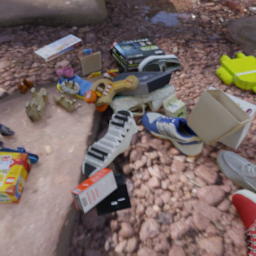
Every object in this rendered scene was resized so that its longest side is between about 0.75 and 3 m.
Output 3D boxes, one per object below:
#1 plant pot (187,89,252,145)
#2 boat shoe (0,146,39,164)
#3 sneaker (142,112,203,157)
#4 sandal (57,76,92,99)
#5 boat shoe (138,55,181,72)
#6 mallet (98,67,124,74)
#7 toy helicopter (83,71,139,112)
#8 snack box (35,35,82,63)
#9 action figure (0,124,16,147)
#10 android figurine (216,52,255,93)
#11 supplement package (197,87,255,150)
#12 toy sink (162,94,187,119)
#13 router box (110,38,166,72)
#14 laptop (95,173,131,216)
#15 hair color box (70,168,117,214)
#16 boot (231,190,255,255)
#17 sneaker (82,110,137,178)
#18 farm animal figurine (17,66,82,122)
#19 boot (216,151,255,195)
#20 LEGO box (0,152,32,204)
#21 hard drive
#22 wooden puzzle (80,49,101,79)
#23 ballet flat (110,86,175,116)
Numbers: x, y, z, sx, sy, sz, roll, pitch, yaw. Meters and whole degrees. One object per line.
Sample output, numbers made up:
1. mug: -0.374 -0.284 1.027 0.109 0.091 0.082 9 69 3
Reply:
1. plant pot: 2.960 -0.288 9.470 1.544 1.367 1.542 49 32 21
2. boat shoe: -4.012 0.911 10.200 1.618 0.681 0.555 9 51 5
3. sneaker: 1.712 -0.081 10.783 2.765 1.219 1.041 31 55 28
4. sandal: -2.320 -1.970 12.800 2.150 0.936 0.854 14 46 11
5. boat shoe: 1.628 -3.115 13.934 2.317 0.835 0.822 -20 45 -21
6. mallet: -0.845 -2.907 14.169 1.302 0.268 0.429 -1 46 2
7. toy helicopter: -0.614 -1.706 11.374 2.436 0.961 1.611 -10 62 34
8. snack box: -3.846 -4.449 15.584 0.919 0.311 2.557 33 55 28
9. action figure: -5.096 -0.253 10.119 0.780 2.249 1.463 13 59 21
10. android figurine: 5.787 -2.720 13.734 2.663 0.601 2.926 -13 47 -13
11. supplement package: 3.667 -0.397 10.854 1.951 1.520 1.082 30 53 26
12. toy sink: 1.927 -0.731 11.391 0.670 1.028 0.576 -36 41 -16
13. router box: 0.480 -3.832 14.524 2.358 0.733 1.767 -16 48 -24
14. laptop: -0.604 2.186 9.399 1.135 0.661 1.280 -12 73 -10
15. hair color box: -1.013 1.876 8.525 0.420 0.696 1.371 7 28 43
16. boot: 3.421 3.204 7.822 2.020 1.014 2.800 -20 53 -17
17. sneaker: -0.549 0.700 10.030 1.025 1.106 2.728 25 71 37
18. farm animal figurine: -3.311 -1.388 12.124 2.497 1.255 2.016 -17 71 -21
19. boot: 4.221 1.461 9.172 1.065 1.384 2.895 -27 52 -24
20. LEGO box: -4.527 1.635 9.411 2.067 0.797 1.539 2 46 2
21. hard drive: 0.261 -1.960 12.160 2.893 0.612 1.951 10 29 43
22. wooden puzzle: -1.695 -2.939 12.835 1.120 1.661 0.194 -24 55 -27
23. ballet flat: 0.695 -1.032 12.058 2.924 1.049 1.049 -14 48 -9
